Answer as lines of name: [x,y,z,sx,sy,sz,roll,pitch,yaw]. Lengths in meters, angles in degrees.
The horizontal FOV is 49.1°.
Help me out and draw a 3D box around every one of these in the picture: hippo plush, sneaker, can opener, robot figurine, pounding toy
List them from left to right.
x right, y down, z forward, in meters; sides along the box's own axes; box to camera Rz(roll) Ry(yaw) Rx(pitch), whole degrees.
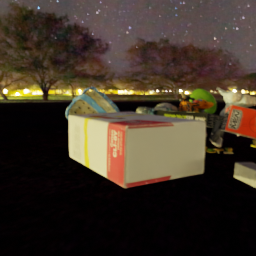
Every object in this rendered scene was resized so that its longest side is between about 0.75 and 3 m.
sneaker: [1.748,-0.614,14.495,2.811,1.091,1.214,-14,17,-38]
pounding toy: [4.514,-1.474,18.898,1.200,1.996,2.585,-36,26,-32]
robot figurine: [3.597,-0.959,14.953,2.042,1.481,0.594,2,-7,-23]
can opener: [2.967,0.155,9.151,0.406,0.513,1.543,35,30,6]
hippo plush: [5.224,-0.964,14.049,2.055,1.653,1.637,19,12,19]

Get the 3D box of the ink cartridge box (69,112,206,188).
ink cartridge box: [0.035,0.299,6.401,2.011,1.155,2.770,-5,9,-32]

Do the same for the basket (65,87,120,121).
basket: [-0.997,-0.338,8.910,1.877,1.481,2.129,43,-18,-20]

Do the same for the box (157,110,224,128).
box: [3.002,-0.342,12.434,2.514,0.619,2.603,10,3,43]

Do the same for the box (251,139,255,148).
box: [4.646,0.462,8.458,1.386,0.342,1.107,-3,9,-21]

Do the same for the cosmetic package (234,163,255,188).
cosmetic package: [2.360,0.879,5.194,0.406,0.343,0.761,2,4,-15]

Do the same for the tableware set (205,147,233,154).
tableware set: [2.577,0.615,8.064,0.833,0.128,0.561,1,7,12]

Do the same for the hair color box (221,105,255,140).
hair color box: [3.600,0.035,7.042,2.264,0.693,1.149,14,3,13]
